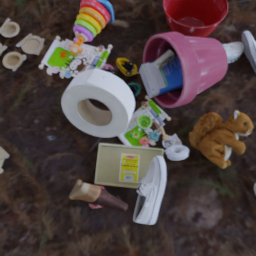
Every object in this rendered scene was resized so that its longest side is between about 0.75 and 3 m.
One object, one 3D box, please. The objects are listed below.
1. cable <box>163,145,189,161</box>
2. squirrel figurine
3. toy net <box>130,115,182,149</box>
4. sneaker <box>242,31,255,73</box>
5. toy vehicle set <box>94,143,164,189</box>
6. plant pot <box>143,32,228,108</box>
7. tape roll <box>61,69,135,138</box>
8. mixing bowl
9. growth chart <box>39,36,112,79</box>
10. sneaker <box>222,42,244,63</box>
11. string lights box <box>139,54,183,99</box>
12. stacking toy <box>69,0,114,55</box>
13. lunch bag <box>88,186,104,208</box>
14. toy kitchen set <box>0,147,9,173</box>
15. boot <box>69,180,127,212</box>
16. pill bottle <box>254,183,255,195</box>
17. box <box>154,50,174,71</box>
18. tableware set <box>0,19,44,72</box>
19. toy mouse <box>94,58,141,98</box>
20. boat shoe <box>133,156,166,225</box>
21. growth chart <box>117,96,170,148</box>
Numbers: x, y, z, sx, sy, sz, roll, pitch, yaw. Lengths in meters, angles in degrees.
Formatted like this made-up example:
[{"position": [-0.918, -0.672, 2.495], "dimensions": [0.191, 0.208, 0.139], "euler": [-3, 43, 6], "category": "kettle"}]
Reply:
[{"position": [1.813, 0.916, 10.301], "dimensions": [0.811, 0.281, 0.811], "euler": [14, 32, 37], "category": "cable"}, {"position": [3.496, 0.164, 10.589], "dimensions": [2.182, 1.544, 2.036], "euler": [38, 104, 31], "category": "squirrel figurine"}, {"position": [1.178, 0.361, 11.225], "dimensions": [2.092, 0.404, 1.097], "euler": [28, 70, 6], "category": "toy net"}, {"position": [5.834, -3.415, 12.658], "dimensions": [0.777, 0.801, 2.194], "euler": [-19, 80, 2], "category": "sneaker"}, {"position": [0.054, 1.511, 10.875], "dimensions": [2.572, 0.341, 1.598], "euler": [6, 75, 2], "category": "toy vehicle set"}, {"position": [2.409, -2.489, 11.392], "dimensions": [2.604, 2.910, 2.910], "euler": [-17, 69, -24], "category": "plant pot"}, {"position": [-1.121, -0.858, 10.575], "dimensions": [2.669, 2.669, 0.934], "euler": [16, 48, 6], "category": "tape roll"}, {"position": [2.929, -5.065, 12.837], "dimensions": [2.822, 1.528, 2.822], "euler": [0, 64, 1], "category": "mixing bowl"}, {"position": [-2.420, -3.156, 12.845], "dimensions": [2.976, 0.264, 2.153], "euler": [13, 70, 6], "category": "growth chart"}, {"position": [4.282, -3.392, 12.539], "dimensions": [2.309, 1.001, 0.866], "euler": [-25, 70, -11], "category": "sneaker"}, {"position": [1.916, -2.282, 11.694], "dimensions": [2.586, 0.762, 1.329], "euler": [-18, 84, -9], "category": "string lights box"}, {"position": [-1.940, -4.561, 12.856], "dimensions": [1.622, 1.534, 2.796], "euler": [26, 79, 8], "category": "stacking toy"}, {"position": [-1.138, 2.581, 10.536], "dimensions": [0.730, 0.339, 0.828], "euler": [-1, 70, -7], "category": "lunch bag"}, {"position": [-6.243, 1.430, 10.250], "dimensions": [2.151, 2.385, 1.945], "euler": [38, 115, 14], "category": "toy kitchen set"}, {"position": [-1.109, 2.534, 9.954], "dimensions": [1.748, 2.101, 0.760], "euler": [31, 68, -13], "category": "boot"}, {"position": [5.917, 2.017, 10.280], "dimensions": [2.299, 1.256, 1.256], "euler": [-28, 71, -11], "category": "pill bottle"}, {"position": [1.414, -2.664, 10.999], "dimensions": [0.829, 0.341, 0.284], "euler": [-41, 68, -3], "category": "box"}, {"position": [-5.443, -3.810, 13.054], "dimensions": [2.731, 0.317, 2.282], "euler": [29, 71, 11], "category": "tableware set"}, {"position": [-0.378, -1.903, 11.838], "dimensions": [2.649, 0.513, 2.354], "euler": [21, 61, -25], "category": "toy mouse"}, {"position": [0.717, 2.214, 9.863], "dimensions": [0.825, 0.929, 2.525], "euler": [8, 93, -18], "category": "boat shoe"}, {"position": [0.638, -0.042, 11.656], "dimensions": [1.713, 0.210, 2.368], "euler": [41, 75, 13], "category": "growth chart"}]
